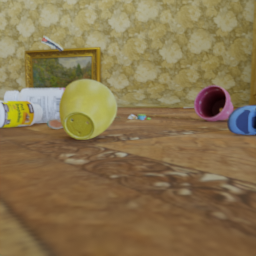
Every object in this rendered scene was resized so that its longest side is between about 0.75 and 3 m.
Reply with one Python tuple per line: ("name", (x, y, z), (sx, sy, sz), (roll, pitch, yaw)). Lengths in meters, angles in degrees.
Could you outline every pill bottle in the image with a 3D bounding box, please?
("pill bottle", (-4.048, -0.518, 10.221), (0.940, 0.940, 1.720), (4, 7, 37))
("pill bottle", (-3.753, -0.944, 11.901), (2.602, 1.475, 1.475), (-1, 6, -9))

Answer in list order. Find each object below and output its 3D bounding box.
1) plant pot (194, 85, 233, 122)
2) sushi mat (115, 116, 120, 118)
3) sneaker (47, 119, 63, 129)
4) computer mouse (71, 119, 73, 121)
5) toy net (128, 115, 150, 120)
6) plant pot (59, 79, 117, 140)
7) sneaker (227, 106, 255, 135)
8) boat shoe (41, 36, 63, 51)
("plant pot", (4.123, -1.015, 13.068), (1.610, 1.610, 1.441), (5, -7, 43))
("sushi mat", (-0.981, -0.635, 15.844), (0.667, 0.084, 1.393), (-4, 6, -24))
("sneaker", (-2.471, -0.127, 9.578), (0.387, 0.346, 0.969), (-3, -1, 28))
("computer mouse", (-2.127, -0.221, 10.884), (0.650, 0.260, 1.186), (2, -2, -28))
("toy net", (0.513, -0.564, 14.213), (0.716, 0.264, 1.365), (-4, 7, -35))
("plant pot", (-1.075, -0.297, 6.848), (1.479, 1.479, 1.050), (1, 32, 6))
("sneaker", (3.817, -0.179, 7.600), (2.207, 0.816, 0.908), (-2, 8, -7))
("boat shoe", (-3.383, -3.680, 12.462), (0.984, 0.308, 0.350), (28, 13, -31))
